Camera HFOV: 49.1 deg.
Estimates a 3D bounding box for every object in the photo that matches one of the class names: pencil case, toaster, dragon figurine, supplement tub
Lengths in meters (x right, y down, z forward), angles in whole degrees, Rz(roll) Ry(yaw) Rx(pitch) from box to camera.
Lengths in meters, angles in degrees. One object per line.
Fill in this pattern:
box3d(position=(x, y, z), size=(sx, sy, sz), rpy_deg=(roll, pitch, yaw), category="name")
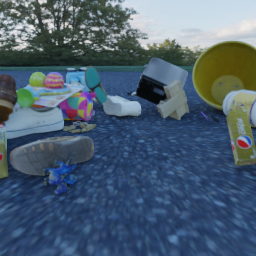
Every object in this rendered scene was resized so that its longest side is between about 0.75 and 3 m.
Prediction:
box3d(position=(-2.403, -0.801, 9.786), size=(2.479, 1.096, 1.096), rpy_deg=(4, 16, 10), category="pencil case")
box3d(position=(1.344, -1.667, 11.025), size=(1.888, 1.120, 1.707), rpy_deg=(24, -19, 2), category="toaster")
box3d(position=(-1.131, 0.826, 5.117), size=(0.597, 0.353, 1.200), rpy_deg=(6, 17, 22), category="dragon figurine")
box3d(position=(3.950, -0.639, 9.095), size=(1.091, 1.091, 1.501), rpy_deg=(-6, 16, -22), category="supplement tub")

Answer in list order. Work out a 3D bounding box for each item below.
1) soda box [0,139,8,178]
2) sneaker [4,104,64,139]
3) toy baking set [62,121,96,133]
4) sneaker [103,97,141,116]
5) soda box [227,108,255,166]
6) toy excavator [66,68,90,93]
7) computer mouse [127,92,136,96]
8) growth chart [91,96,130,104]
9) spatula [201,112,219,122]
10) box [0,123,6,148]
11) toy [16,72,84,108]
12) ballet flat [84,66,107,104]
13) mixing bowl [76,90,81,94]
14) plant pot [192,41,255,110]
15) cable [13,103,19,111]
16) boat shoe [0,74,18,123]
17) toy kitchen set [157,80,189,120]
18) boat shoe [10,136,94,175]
box3d(position=(-3.111, 0.448, 5.835), size=(0.658, 0.696, 2.055), rpy_deg=(-10, 18, -34), category="soda box")
box3d(position=(-3.067, -0.252, 8.097), size=(2.352, 0.833, 0.859), rpy_deg=(-11, 20, -28), category="sneaker")
box3d(position=(-1.503, -0.070, 8.793), size=(0.938, 0.142, 1.222), rpy_deg=(8, 17, 27), category="toy baking set")
box3d(position=(-0.202, -0.767, 10.619), size=(1.025, 0.653, 1.774), rpy_deg=(0, 16, -29), category="sneaker")
box3d(position=(2.378, 0.185, 5.899), size=(0.388, 1.146, 0.367), rpy_deg=(-7, -27, 11), category="soda box")
box3d(position=(-2.853, -2.501, 15.957), size=(2.574, 1.322, 2.648), rpy_deg=(-11, 28, -33), category="toy excavator")
box3d(position=(0.389, -1.877, 15.297), size=(0.943, 0.207, 0.517), rpy_deg=(13, 19, 39), category="computer mouse")
box3d(position=(-0.745, -1.218, 12.220), size=(1.616, 0.143, 1.170), rpy_deg=(-11, 30, -44), category="growth chart")
box3d(position=(2.718, -0.347, 9.289), size=(0.122, 0.336, 1.190), rpy_deg=(-46, 16, 0), category="spatula")
box3d(position=(-3.029, 0.198, 6.480), size=(0.188, 0.596, 1.082), rpy_deg=(-3, 0, -34), category="box")
box3d(position=(-2.595, -1.374, 8.869), size=(1.709, 0.701, 2.968), rpy_deg=(8, 23, 5), category="toy")
box3d(position=(-1.237, -1.557, 10.053), size=(0.576, 1.629, 0.576), rpy_deg=(-12, 44, 12), category="ballet flat")
box3d(position=(-2.195, -1.257, 11.868), size=(0.437, 0.806, 0.806), rpy_deg=(-4, 16, -12), category="mixing bowl")
box3d(position=(4.102, -1.843, 11.430), size=(2.732, 2.732, 1.939), rpy_deg=(5, -10, 19), category="plant pot")
box3d(position=(-4.493, -0.816, 11.150), size=(1.018, 0.352, 1.018), rpy_deg=(-11, 17, -37), category="cable")
box3d(position=(-3.183, -0.640, 6.824), size=(0.797, 0.796, 2.264), rpy_deg=(13, -18, -37), category="boat shoe")
box3d(position=(1.241, -0.916, 9.829), size=(1.074, 1.317, 1.188), rpy_deg=(-37, 35, -18), category="toy kitchen set")
box3d(position=(-1.566, 0.522, 5.776), size=(0.660, 0.696, 1.839), rpy_deg=(9, 8, 42), category="boat shoe")
